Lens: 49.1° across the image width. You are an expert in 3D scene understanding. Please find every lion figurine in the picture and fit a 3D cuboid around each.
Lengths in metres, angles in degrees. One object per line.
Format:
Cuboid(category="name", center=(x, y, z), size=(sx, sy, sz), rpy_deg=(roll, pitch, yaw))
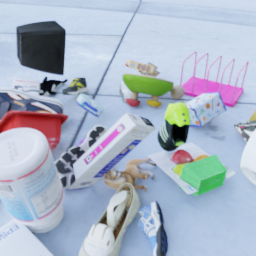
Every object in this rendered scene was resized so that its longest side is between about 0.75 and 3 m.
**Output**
Cuboid(category="lion figurine", center=(0.103, 1.274, 7.960), size=(1.127, 0.667, 1.840), rpy_deg=(7, 12, 18))

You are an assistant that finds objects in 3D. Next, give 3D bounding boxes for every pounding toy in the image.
Cuboid(category="pounding toy", center=(0.892, -1.395, 11.628), size=(2.109, 1.268, 2.733), rpy_deg=(15, 7, 38))

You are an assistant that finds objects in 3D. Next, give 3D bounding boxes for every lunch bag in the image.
Cuboid(category="lunch bag", center=(2.568, -0.660, 10.269), size=(1.295, 0.943, 1.523), rpy_deg=(-29, 16, -17))
Cuboid(category="lunch bag", center=(-1.436, -0.838, 10.445), size=(1.019, 0.420, 0.819), rpy_deg=(34, 9, -22))

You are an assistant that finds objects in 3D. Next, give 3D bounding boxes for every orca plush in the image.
Cuboid(category="orca plush", center=(-3.508, -1.965, 12.553), size=(1.012, 0.684, 1.924), rpy_deg=(31, 41, 31))

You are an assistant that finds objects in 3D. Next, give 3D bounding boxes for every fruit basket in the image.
Cuboid(category="fruit basket", center=(1.772, 1.115, 8.069), size=(1.742, 0.882, 1.881), rpy_deg=(-14, 27, -28))

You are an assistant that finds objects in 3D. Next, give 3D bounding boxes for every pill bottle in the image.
Cuboid(category="pill bottle", center=(-2.149, 1.271, 6.170), size=(1.296, 2.383, 1.296), rpy_deg=(-2, 41, 2))

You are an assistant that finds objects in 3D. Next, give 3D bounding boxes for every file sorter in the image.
Cuboid(category="file sorter", center=(3.715, -2.249, 12.240), size=(2.505, 1.571, 1.741), rpy_deg=(20, 40, 26))

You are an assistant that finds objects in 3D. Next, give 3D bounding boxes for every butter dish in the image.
Cuboid(category="butter dish", center=(-2.869, 0.419, 8.399), size=(1.902, 1.907, 1.410), rpy_deg=(2, 64, -42))

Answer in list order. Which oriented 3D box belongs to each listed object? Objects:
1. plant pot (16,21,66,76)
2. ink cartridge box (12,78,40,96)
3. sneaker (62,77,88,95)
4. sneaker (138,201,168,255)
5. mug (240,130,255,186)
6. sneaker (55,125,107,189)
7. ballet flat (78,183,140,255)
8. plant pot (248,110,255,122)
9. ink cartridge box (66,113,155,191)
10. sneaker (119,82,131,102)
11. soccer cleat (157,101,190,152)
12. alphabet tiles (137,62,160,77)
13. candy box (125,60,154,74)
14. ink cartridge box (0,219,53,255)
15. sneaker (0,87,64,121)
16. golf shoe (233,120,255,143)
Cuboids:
Cuboid(category="plant pot", center=(-3.379, -3.075, 10.659), size=(1.544, 1.740, 1.736), rpy_deg=(-6, 32, -26))
Cuboid(category="ink cartridge box", center=(-4.036, -1.221, 11.021), size=(1.009, 0.588, 1.395), rpy_deg=(3, 57, -16))
Cuboid(category="sneaker", center=(-2.340, -1.817, 12.121), size=(0.610, 0.693, 1.638), rpy_deg=(2, 17, 22))
Cuboid(category="sneaker", center=(0.567, 2.404, 6.511), size=(0.552, 0.542, 1.432), rpy_deg=(-19, 32, 11))
Cuboid(category="mug", center=(4.115, 0.622, 7.666), size=(1.889, 2.559, 2.244), rpy_deg=(45, 83, -2))
Cuboid(category="sneaker", center=(-1.399, 0.926, 8.367), size=(0.954, 0.987, 2.366), rpy_deg=(49, 52, -5))
Cuboid(category="ballet flat", center=(-0.482, 2.246, 6.351), size=(0.869, 0.803, 2.575), rpy_deg=(5, 33, 23))
Cuboid(category="plant pot", center=(5.140, -0.256, 9.653), size=(1.381, 1.218, 1.381), rpy_deg=(-8, 35, -10))
Cuboid(category="ink cartridge box", center=(-0.505, 0.655, 7.103), size=(0.464, 2.504, 1.186), rpy_deg=(51, 17, 22))
Cuboid(category="sneaker", center=(-0.070, -1.565, 12.287), size=(0.549, 0.482, 1.370), rpy_deg=(-3, 41, -14))
Cuboid(category="soccer cleat", center=(1.240, 0.209, 7.612), size=(0.748, 2.217, 0.899), rpy_deg=(-6, 57, -4))
Cuboid(category="alphabet tiles", center=(1.029, -2.658, 13.133), size=(0.782, 0.035, 0.936), rpy_deg=(-40, 58, -11))
Cuboid(category="candy box", center=(0.512, -2.744, 12.513), size=(1.167, 0.330, 0.681), rpy_deg=(9, 16, -15))
Cuboid(category="ink cartridge box", center=(-2.498, 3.186, 5.276), size=(2.431, 0.526, 2.386), rpy_deg=(25, 42, 33))
Cuboid(category="sneaker", center=(-3.765, -0.568, 9.720), size=(2.978, 1.168, 1.183), rpy_deg=(7, 51, -16))
Cuboid(category="golf shoe", center=(3.975, 0.152, 9.428), size=(0.667, 0.761, 1.727), rpy_deg=(-11, -2, 17))
